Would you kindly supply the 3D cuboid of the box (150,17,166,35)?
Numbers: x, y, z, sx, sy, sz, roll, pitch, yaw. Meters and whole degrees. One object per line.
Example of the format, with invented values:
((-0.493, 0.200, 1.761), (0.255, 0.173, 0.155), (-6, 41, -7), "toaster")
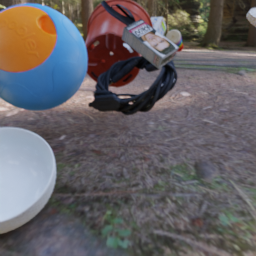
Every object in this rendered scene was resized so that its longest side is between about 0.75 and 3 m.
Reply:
((1.187, -4.376, 12.803), (0.610, 0.677, 1.203), (13, 66, 32), "box")

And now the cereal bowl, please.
((-2.743, 1.175, 5.939), (2.453, 1.022, 2.453), (4, 43, -4), "cereal bowl")

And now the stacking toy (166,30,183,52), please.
((1.453, -2.555, 8.453), (0.431, 0.431, 1.011), (8, -3, 21), "stacking toy")

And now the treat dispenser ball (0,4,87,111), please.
((-2.498, -1.838, 7.562), (2.764, 2.764, 2.764), (0, 20, 0), "treat dispenser ball")

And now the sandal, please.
((-0.005, -3.291, 8.402), (1.779, 0.381, 0.676), (29, 13, -15), "sandal")

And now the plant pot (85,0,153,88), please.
((-0.494, -3.232, 11.153), (2.927, 2.927, 2.847), (2, 39, 6), "plant pot")

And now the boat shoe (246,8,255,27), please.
((4.052, -3.045, 7.823), (0.571, 0.559, 1.614), (-41, 57, -7), "boat shoe")

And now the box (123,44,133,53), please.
((-0.152, -3.366, 13.353), (0.711, 1.144, 0.557), (4, 47, 17), "box")

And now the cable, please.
((0.238, -1.388, 8.420), (2.951, 0.750, 2.408), (-3, 44, 38), "cable")

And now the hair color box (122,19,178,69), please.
((0.475, -1.889, 6.253), (0.579, 0.355, 1.170), (-37, 71, -28), "hair color box")
